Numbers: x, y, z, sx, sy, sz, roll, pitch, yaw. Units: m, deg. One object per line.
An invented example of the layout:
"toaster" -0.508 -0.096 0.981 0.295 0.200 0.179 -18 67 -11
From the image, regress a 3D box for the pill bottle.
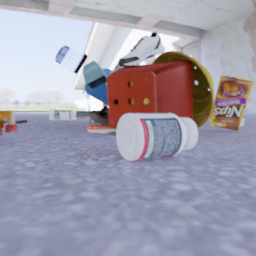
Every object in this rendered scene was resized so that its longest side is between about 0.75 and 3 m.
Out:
"pill bottle" 0.512 0.128 4.684 1.263 0.755 0.755 -2 5 -30

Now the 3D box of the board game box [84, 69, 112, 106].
"board game box" -0.716 -1.596 12.578 2.551 0.497 2.015 29 52 8

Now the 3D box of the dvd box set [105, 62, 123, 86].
"dvd box set" -0.485 -2.272 11.795 0.196 1.332 0.975 28 17 -28

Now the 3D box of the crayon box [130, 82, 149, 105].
"crayon box" 0.487 -1.206 11.587 0.671 1.678 2.643 8 12 33

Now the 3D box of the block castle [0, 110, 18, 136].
"block castle" -3.618 -0.007 6.715 1.626 0.763 1.087 -1 7 6

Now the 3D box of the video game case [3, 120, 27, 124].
"video game case" -6.222 -0.332 15.091 1.115 0.157 1.234 0 4 2

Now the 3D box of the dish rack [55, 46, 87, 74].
"dish rack" -2.644 -3.168 12.848 1.340 1.027 0.365 31 -6 -2

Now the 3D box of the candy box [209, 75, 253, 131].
"candy box" 3.434 -0.829 9.459 1.009 1.730 0.489 11 24 10

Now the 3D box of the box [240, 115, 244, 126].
"box" 4.677 -0.394 12.526 0.756 0.644 1.182 3 5 33

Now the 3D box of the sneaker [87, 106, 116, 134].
"sneaker" -0.605 -0.314 9.725 0.840 0.893 2.181 2 5 24

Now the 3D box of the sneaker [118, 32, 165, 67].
"sneaker" 0.370 -2.514 8.997 1.862 0.745 0.687 -34 29 -29

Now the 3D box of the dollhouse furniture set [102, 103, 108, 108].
"dollhouse furniture set" -1.419 -1.283 19.819 1.135 1.432 1.017 -4 1 -17

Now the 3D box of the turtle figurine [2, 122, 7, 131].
"turtle figurine" -5.497 -0.460 9.509 2.068 1.391 2.762 2 11 30

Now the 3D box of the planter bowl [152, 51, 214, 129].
"planter bowl" 2.015 -1.372 9.478 1.135 2.726 2.726 -28 19 -33

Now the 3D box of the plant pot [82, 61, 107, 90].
"plant pot" -1.393 -2.206 11.440 0.847 0.865 0.849 -27 -12 7

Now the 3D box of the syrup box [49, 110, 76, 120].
"syrup box" -4.337 -0.852 18.610 1.713 0.674 0.697 1 4 16

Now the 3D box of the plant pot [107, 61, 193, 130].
"plant pot" 0.576 -0.864 8.641 2.317 2.315 2.042 2 9 29

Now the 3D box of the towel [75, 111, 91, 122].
"towel" -2.476 -0.728 17.099 1.532 0.655 1.268 -1 3 -9
